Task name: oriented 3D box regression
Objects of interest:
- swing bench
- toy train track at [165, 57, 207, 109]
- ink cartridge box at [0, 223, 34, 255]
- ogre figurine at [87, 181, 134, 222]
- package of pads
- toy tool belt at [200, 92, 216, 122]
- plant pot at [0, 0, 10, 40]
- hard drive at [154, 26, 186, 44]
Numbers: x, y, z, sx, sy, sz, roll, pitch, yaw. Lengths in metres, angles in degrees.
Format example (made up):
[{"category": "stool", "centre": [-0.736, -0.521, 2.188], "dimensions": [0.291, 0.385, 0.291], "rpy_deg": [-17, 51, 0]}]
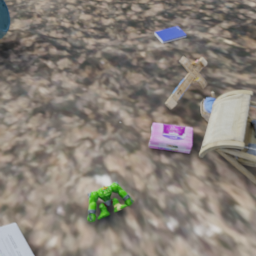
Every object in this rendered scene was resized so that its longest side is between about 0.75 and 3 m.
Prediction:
[{"category": "swing bench", "centre": [3.479, 0.179, 8.215], "dimensions": [2.155, 1.398, 2.144], "rpy_deg": [28, 56, -4]}, {"category": "toy train track", "centre": [2.217, -1.692, 10.227], "dimensions": [1.441, 0.409, 2.512], "rpy_deg": [44, 71, -15]}, {"category": "ink cartridge box", "centre": [-3.006, 3.298, 5.924], "dimensions": [2.281, 0.494, 2.239], "rpy_deg": [-3, 40, -50]}, {"category": "ogre figurine", "centre": [-0.579, 1.984, 7.670], "dimensions": [1.296, 0.636, 0.777], "rpy_deg": [-26, 72, -2]}, {"category": "package of pads", "centre": [1.379, 0.313, 9.048], "dimensions": [1.355, 0.513, 0.816], "rpy_deg": [7, 54, 6]}, {"category": "toy tool belt", "centre": [2.910, -0.593, 9.511], "dimensions": [0.786, 0.773, 1.258], "rpy_deg": [2, 43, -5]}, {"category": "plant pot", "centre": [-6.017, -4.507, 11.241], "dimensions": [2.002, 2.973, 2.973], "rpy_deg": [-2, 51, 5]}, {"category": "hard drive", "centre": [1.961, -4.338, 13.026], "dimensions": [1.227, 0.156, 0.810], "rpy_deg": [-19, 54, -15]}]
